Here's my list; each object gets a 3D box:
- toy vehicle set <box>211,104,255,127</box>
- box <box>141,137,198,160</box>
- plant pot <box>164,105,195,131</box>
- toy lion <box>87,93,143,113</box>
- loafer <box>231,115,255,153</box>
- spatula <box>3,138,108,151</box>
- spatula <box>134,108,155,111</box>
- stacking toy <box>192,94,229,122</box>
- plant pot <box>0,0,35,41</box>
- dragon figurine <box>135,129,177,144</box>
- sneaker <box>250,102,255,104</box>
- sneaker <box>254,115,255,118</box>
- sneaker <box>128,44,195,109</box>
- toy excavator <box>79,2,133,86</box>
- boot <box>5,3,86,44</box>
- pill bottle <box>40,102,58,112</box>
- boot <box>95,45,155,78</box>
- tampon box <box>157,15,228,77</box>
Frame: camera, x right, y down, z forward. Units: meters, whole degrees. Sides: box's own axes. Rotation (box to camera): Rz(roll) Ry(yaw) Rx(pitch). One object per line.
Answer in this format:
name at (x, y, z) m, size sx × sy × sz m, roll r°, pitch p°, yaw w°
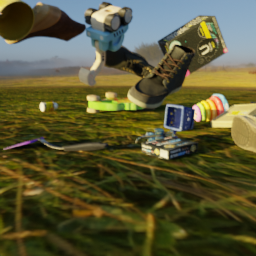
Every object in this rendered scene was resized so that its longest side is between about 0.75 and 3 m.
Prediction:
toy vehicle set at (4.197, -0.486, 10.822) m, size 1.858 × 0.246 × 1.154 m, roll -28°, pitch 18°, yaw -36°
box at (1.084, 0.511, 7.279) m, size 1.174 × 0.270 × 0.933 m, roll -9°, pitch 14°, yaw -39°
plant pot at (1.947, -0.371, 10.376) m, size 0.809 × 0.900 × 0.900 m, roll 1°, pitch 8°, yaw -37°
toy lion at (-0.461, -1.286, 14.984) m, size 2.590 × 0.928 × 2.702 m, roll 10°, pitch 16°, yaw 30°
loafer at (3.533, 0.236, 7.431) m, size 0.778 × 0.862 × 2.279 m, roll -1°, pitch 20°, yaw -10°
spatula at (-1.895, 0.458, 7.507) m, size 2.838 × 0.292 × 0.802 m, roll 2°, pitch 8°, yaw 12°
spatula at (0.299, -1.052, 15.425) m, size 2.471 × 0.254 × 0.698 m, roll 4°, pitch 10°, yaw 21°
stacking toy at (3.131, -0.679, 11.966) m, size 2.028 × 1.177 × 1.113 m, roll -12°, pitch 11°, yaw -5°
plant pot at (-3.692, -3.465, 8.594) m, size 0.912 × 1.284 × 1.284 m, roll 41°, pitch 28°, yaw 19°
dragon figurine at (0.832, 0.232, 7.966) m, size 1.242 × 0.366 × 0.618 m, roll 2°, pitch -16°, yaw -29°
sneaker at (6.198, -0.741, 12.255) m, size 1.499 × 1.055 × 2.822 m, roll -1°, pitch 0°, yaw 19°
sneaker at (5.188, -0.288, 10.673) m, size 0.711 × 0.673 × 1.760 m, roll -9°, pitch 5°, yaw -6°
sneaker at (0.869, -1.413, 7.212) m, size 0.882 × 1.252 × 2.357 m, roll 34°, pitch 39°, yaw 17°
toy excavator at (-0.942, -3.148, 10.694) m, size 1.274 × 2.551 × 2.480 m, roll 24°, pitch 47°, yaw 27°
boot at (-3.010, -3.442, 10.188) m, size 2.439 × 0.883 × 2.029 m, roll -19°, pitch -16°, yaw 32°
pill bottle at (-4.348, -1.161, 15.388) m, size 0.879 × 0.480 × 0.480 m, roll -10°, pitch 15°, yaw -42°
boot at (0.204, -2.686, 11.998) m, size 2.827 × 1.095 × 1.955 m, roll -5°, pitch 36°, yaw -41°
tampon box at (2.675, -3.435, 11.797) m, size 2.196 × 1.646 × 1.386 m, roll -32°, pitch 25°, yaw 2°
